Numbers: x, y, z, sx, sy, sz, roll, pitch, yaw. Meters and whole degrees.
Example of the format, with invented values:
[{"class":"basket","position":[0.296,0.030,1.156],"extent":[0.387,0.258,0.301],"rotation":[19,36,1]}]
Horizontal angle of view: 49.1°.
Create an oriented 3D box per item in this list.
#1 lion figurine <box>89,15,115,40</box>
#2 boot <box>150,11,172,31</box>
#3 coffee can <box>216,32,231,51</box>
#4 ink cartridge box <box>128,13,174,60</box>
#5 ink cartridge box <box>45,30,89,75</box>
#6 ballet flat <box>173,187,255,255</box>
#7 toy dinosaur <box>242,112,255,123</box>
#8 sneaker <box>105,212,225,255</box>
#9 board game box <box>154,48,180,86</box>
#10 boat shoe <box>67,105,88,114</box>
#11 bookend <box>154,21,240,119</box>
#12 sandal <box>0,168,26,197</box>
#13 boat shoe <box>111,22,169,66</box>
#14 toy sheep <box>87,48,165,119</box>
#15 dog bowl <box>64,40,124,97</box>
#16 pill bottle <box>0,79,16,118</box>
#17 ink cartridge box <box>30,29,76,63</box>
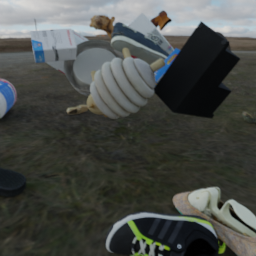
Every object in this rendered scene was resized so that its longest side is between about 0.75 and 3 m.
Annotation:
[{"class":"lion figurine","position":[-0.525,-3.277,9.801],"extent":[1.742,0.631,1.067],"rotation":[43,33,-11]},{"class":"boot","position":[1.516,-4.990,13.630],"extent":[1.253,0.456,1.331],"rotation":[-35,37,21]},{"class":"coffee can","position":[3.240,-3.041,11.509],"extent":[1.113,1.113,1.520],"rotation":[-18,-5,-39]},{"class":"ink cartridge box","position":[0.908,-3.503,12.324],"extent":[2.160,1.570,1.562],"rotation":[35,22,-44]},{"class":"ink cartridge box","position":[-2.174,-2.960,11.263],"extent":[1.650,0.938,2.264],"rotation":[32,28,-8]},{"class":"ballet flat","position":[1.990,1.827,6.030],"extent":[0.902,0.892,2.651],"rotation":[-14,24,-32]},{"class":"toy dinosaur","position":[6.345,-0.414,12.503],"extent":[2.335,0.554,1.029],"rotation":[12,38,27]},{"class":"sneaker","position":[0.710,2.149,5.289],"extent":[2.266,0.812,0.938],"rotation":[-3,21,-8]},{"class":"board game box","position":[1.440,-1.707,9.150],"extent":[0.353,1.263,1.236],"rotation":[42,0,36]},{"class":"boat shoe","position":[-2.482,-0.858,13.928],"extent":[1.095,0.390,0.353],"rotation":[-14,31,-14]},{"class":"bookend","position":[2.134,-1.407,7.618],"extent":[2.108,2.121,0.977],"rotation":[3,40,-46]},{"class":"sandal","position":[-4.247,1.406,7.675],"extent":[2.890,0.692,1.086],"rotation":[17,23,8]},{"class":"boat shoe","position":[0.587,-2.831,9.826],"extent":[2.703,0.836,1.012],"rotation":[13,-15,-29]},{"class":"toy sheep","position":[-0.120,-1.133,7.400],"extent":[2.435,1.678,1.678],"rotation":[-34,9,23]},{"class":"dog bowl","position":[-1.053,-1.930,9.342],"extent":[2.092,2.092,0.613],"rotation":[0,-24,-1]},{"class":"pill bottle","position":[-6.363,-1.221,12.997],"extent":[1.664,1.664,2.965],"rotation":[-3,21,-7]},{"class":"ink cartridge box","position":[-2.286,-2.537,8.600],"extent":[1.251,0.537,0.916],"rotation":[-8,59,-17]}]
